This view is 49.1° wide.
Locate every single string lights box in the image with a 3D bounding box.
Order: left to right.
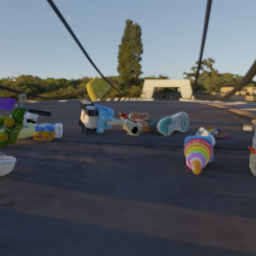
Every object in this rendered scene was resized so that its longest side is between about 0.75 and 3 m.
[{"bbox_3d":[-3.813,0.126,12.378,1.727,0.509,0.887,-1,11,-11],"label":"string lights box"}]

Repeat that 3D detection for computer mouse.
[{"bbox_3d":[-3.462,0.941,7.143,1.131,0.452,2.062,0,1,-37],"label":"computer mouse"}]

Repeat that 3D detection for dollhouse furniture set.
[{"bbox_3d":[6.469,-0.144,14.360,1.073,0.556,0.475,-5,11,-30],"label":"dollhouse furniture set"}]

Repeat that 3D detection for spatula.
[{"bbox_3d":[-5.495,-1.019,14.850,2.890,0.297,0.817,14,49,-12],"label":"spatula"}]

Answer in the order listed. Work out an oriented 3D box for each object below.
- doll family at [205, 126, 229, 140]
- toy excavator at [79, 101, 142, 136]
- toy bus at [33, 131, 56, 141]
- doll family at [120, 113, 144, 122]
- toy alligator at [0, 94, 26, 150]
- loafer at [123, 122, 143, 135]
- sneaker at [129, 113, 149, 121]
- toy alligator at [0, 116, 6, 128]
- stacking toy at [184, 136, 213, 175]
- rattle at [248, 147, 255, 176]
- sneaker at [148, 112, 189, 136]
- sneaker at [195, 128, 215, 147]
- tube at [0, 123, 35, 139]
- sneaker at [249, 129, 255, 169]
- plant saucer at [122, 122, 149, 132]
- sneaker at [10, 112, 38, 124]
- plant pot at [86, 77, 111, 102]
[{"bbox_3d":[3.703,0.176,12.035,1.221,0.550,0.758,-4,9,-24],"label":"doll family"},{"bbox_3d":[-0.879,-0.366,13.228,2.512,1.255,2.442,-2,24,-22],"label":"toy excavator"},{"bbox_3d":[-3.412,0.329,11.466,0.904,0.354,0.294,2,27,13],"label":"toy bus"},{"bbox_3d":[0.144,-0.326,15.848,1.592,0.717,0.988,21,7,16],"label":"doll family"},{"bbox_3d":[-3.945,-0.179,9.867,0.513,2.134,0.707,21,-3,17],"label":"toy alligator"},{"bbox_3d":[0.259,0.087,11.150,0.399,0.442,1.167,38,14,34],"label":"loafer"},{"bbox_3d":[0.584,-0.733,18.713,1.665,0.594,0.665,-2,1,-42],"label":"sneaker"},{"bbox_3d":[-7.228,-0.206,14.562,2.688,0.646,0.891,-1,17,32],"label":"toy alligator"},{"bbox_3d":[1.820,0.829,7.386,0.778,0.823,1.417,-3,21,18],"label":"stacking toy"},{"bbox_3d":[3.176,0.768,6.722,0.602,0.843,0.549,-19,-15,-45],"label":"rattle"},{"bbox_3d":[1.967,-0.249,13.597,1.206,1.026,2.644,4,7,43],"label":"sneaker"},{"bbox_3d":[2.788,0.448,9.839,0.601,0.620,1.698,35,20,-1],"label":"sneaker"},{"bbox_3d":[-4.586,0.265,10.463,2.101,0.545,0.609,-14,-19,-38],"label":"tube"},{"bbox_3d":[4.040,0.621,7.788,1.117,0.998,2.797,10,16,24],"label":"sneaker"},{"bbox_3d":[0.571,-0.044,14.425,1.783,0.334,1.783,0,7,0],"label":"plant saucer"},{"bbox_3d":[-5.327,-0.357,15.152,1.126,0.974,2.598,8,17,6],"label":"sneaker"},{"bbox_3d":[-1.526,-1.948,13.549,1.161,0.824,1.161,-35,19,14],"label":"plant pot"}]
